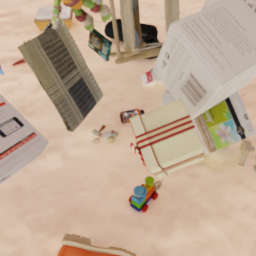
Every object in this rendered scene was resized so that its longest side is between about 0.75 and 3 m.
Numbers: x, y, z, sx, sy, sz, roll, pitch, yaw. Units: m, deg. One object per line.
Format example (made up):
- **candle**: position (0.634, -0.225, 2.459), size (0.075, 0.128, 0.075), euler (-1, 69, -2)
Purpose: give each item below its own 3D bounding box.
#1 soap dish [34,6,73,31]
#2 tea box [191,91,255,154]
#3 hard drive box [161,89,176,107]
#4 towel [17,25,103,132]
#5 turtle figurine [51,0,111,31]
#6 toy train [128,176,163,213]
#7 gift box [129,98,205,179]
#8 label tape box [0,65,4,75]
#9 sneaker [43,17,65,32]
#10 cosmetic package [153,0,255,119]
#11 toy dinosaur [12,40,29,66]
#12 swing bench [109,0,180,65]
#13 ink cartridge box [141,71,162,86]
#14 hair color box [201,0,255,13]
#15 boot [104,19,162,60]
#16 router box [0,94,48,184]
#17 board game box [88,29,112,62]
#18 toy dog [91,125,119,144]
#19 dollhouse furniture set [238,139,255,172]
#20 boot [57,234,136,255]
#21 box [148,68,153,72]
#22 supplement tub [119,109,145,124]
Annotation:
- **soap dish**: position (-4.124, -6.161, 15.748), size (2.059, 0.836, 1.620), euler (-4, 44, -5)
- **tea box**: position (2.647, -0.251, 8.769), size (1.770, 1.202, 1.799), euler (-20, 84, -17)
- **hard drive box**: position (2.469, -1.302, 10.713), size (1.631, 0.804, 2.093), euler (22, 48, 22)
- **towel**: position (-1.667, -1.383, 7.414), size (0.419, 2.427, 2.337), euler (-16, 24, 25)
- **turtle figurine**: position (-1.594, -3.804, 9.356), size (2.433, 1.751, 2.359), euler (44, 18, 23)
- **toy train**: position (0.587, 1.598, 7.708), size (0.574, 0.785, 1.357), euler (29, 51, 26)
- **gift box**: position (0.787, 0.243, 6.265), size (1.391, 1.375, 1.490), euler (-24, 62, 7)
- **label tape box**: position (-3.524, -1.624, 6.267), size (1.070, 1.484, 0.470), euler (17, 61, -1)
- **sneaker**: position (-2.390, -3.065, 10.005), size (0.974, 1.051, 2.593), euler (-39, 47, 23)
- **cosmetic package**: position (2.270, -1.829, 7.454), size (2.310, 1.933, 1.921), euler (-30, 75, -20)
- **toy dinosaur**: position (-3.632, -3.247, 12.963), size (2.275, 2.507, 1.316), euler (37, 11, 8)
- **swing bench**: position (0.623, -4.017, 10.119), size (2.831, 2.816, 1.837), euler (-11, 24, -5)
- **ink cartridge box**: position (1.138, -2.079, 11.521), size (1.031, 0.748, 0.430), euler (-12, 87, -12)
- **hair color box**: position (3.584, -3.910, 9.425), size (0.875, 1.445, 2.890), euler (9, 28, -21)
- **boot**: position (0.204, -4.324, 13.625), size (2.866, 1.094, 2.408), euler (5, 40, -4)
- **router box**: position (-2.876, 0.245, 5.221), size (1.848, 0.503, 2.059), euler (45, 41, 2)
- **board game box**: position (-1.114, -3.251, 10.902), size (0.172, 0.826, 1.221), euler (-28, 60, -34)
- **toy dog**: position (-0.784, 0.176, 9.426), size (0.947, 0.456, 0.625), euler (-1, 44, -1)
- **dollhouse furniture set**: position (4.056, 0.785, 8.627), size (1.058, 0.691, 0.999), euler (14, 46, 14)
- **boot**: position (-0.545, 3.228, 6.042), size (2.372, 0.890, 1.272), euler (5, 47, 17)
- **box**: position (1.505, -2.596, 12.081), size (1.073, 0.846, 0.267), euler (-24, 92, -23)
- **supplement tub**: position (0.158, -0.434, 10.063), size (0.864, 0.462, 0.462), euler (-14, 46, -13)
